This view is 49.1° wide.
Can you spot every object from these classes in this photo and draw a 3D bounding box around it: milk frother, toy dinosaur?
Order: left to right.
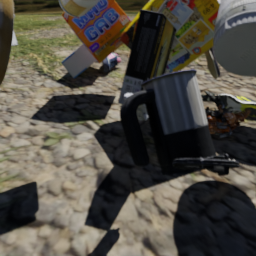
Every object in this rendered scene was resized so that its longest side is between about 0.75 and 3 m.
[{"bbox_3d":[0.862,-0.086,4.179,1.483,1.546,1.643,-14,-1,-40],"label":"milk frother"},{"bbox_3d":[2.830,-0.248,8.738,2.216,1.132,1.504,4,36,-34],"label":"toy dinosaur"}]

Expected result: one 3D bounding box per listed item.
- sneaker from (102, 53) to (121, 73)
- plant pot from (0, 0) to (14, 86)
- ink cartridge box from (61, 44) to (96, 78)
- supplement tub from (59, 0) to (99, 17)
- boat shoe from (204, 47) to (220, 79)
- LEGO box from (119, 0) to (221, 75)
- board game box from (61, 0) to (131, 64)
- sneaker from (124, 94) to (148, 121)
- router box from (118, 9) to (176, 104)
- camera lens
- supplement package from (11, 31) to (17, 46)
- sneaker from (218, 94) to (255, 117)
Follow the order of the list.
[{"bbox_3d":[-0.873,-3.545,14.857,0.968,0.828,2.360,-3,29,1],"label":"sneaker"},{"bbox_3d":[-2.144,-1.425,4.453,0.220,1.598,1.598,4,21,-36],"label":"plant pot"},{"bbox_3d":[-2.059,-3.681,14.068,1.753,1.012,2.401,-33,18,23],"label":"ink cartridge box"},{"bbox_3d":[-1.127,-3.196,6.656,0.821,0.821,1.134,-16,10,-28],"label":"supplement tub"},{"bbox_3d":[2.948,-2.438,9.587,0.475,1.516,0.551,-15,-6,-5],"label":"boat shoe"},{"bbox_3d":[1.543,-3.207,8.786,2.213,2.972,1.147,39,45,-16],"label":"LEGO box"},{"bbox_3d":[-1.131,-3.991,11.036,1.846,1.845,1.845,-39,0,2],"label":"board game box"},{"bbox_3d":[0.194,-0.389,5.332,0.331,0.506,0.880,6,6,28],"label":"sneaker"},{"bbox_3d":[0.529,-1.616,7.066,0.567,2.171,1.707,18,13,17],"label":"router box"},{"bbox_3d":[2.793,-2.365,6.199,1.614,1.614,2.018,9,59,17],"label":"camera lens"},{"bbox_3d":[-3.951,-2.957,7.669,0.894,1.613,1.256,-6,21,10],"label":"supplement package"},{"bbox_3d":[3.972,-0.840,10.080,1.639,0.610,0.693,21,27,19],"label":"sneaker"}]
